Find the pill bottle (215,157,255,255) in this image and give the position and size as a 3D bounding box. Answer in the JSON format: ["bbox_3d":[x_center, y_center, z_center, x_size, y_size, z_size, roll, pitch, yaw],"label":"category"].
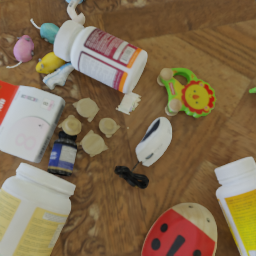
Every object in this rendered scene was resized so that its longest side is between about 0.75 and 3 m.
[{"bbox_3d":[3.341,2.228,7.432,1.500,1.500,2.746,-19,78,-4],"label":"pill bottle"}]

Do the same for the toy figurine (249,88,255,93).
[{"bbox_3d":[5.090,-0.473,8.228,2.344,1.760,2.157,-17,86,18],"label":"toy figurine"}]

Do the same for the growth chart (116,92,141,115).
[{"bbox_3d":[0.034,-0.793,8.892,0.551,0.068,0.762,29,78,6],"label":"growth chart"}]

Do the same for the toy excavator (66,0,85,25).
[{"bbox_3d":[-1.836,-4.384,9.485,1.480,0.760,1.522,32,91,9],"label":"toy excavator"}]

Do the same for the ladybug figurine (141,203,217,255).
[{"bbox_3d":[1.288,3.141,7.350,1.750,0.927,2.578,30,81,25],"label":"ladybug figurine"}]

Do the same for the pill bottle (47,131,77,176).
[{"bbox_3d":[-1.885,0.748,8.193,0.692,0.692,1.237,9,74,2],"label":"pill bottle"}]

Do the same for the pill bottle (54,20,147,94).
[{"bbox_3d":[-0.823,-2.175,8.486,2.557,1.401,1.401,27,78,4],"label":"pill bottle"}]

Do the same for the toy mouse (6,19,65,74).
[{"bbox_3d":[-2.917,-2.803,9.155,2.434,0.471,2.163,-17,77,-4],"label":"toy mouse"}]

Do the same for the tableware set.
[{"bbox_3d":[-1.131,-0.054,8.329,1.686,0.196,1.408,41,60,2],"label":"tableware set"}]

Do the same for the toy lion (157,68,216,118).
[{"bbox_3d":[1.887,-1.118,8.782,1.602,0.574,1.671,-11,77,-10],"label":"toy lion"}]

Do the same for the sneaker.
[{"bbox_3d":[-2.103,-1.627,8.954,1.144,0.429,0.496,-34,85,1],"label":"sneaker"}]

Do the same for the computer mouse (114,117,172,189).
[{"bbox_3d":[0.644,0.657,8.083,1.244,0.498,2.268,43,74,-33],"label":"computer mouse"}]

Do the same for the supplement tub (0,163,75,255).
[{"bbox_3d":[-2.616,2.377,7.212,1.857,1.857,2.554,23,77,5],"label":"supplement tub"}]

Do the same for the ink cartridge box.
[{"bbox_3d":[-3.501,-0.325,8.516,2.574,0.734,2.092,20,78,0],"label":"ink cartridge box"}]
